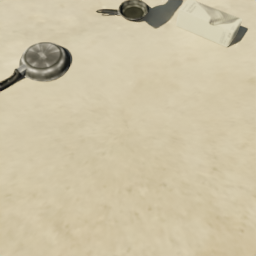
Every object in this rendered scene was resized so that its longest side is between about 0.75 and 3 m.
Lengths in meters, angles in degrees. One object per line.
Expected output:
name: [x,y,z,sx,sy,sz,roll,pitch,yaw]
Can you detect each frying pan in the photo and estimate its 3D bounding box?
frying pan: [-3.314,-2.136,9.221,2.801,0.456,1.695,-14,61,-11]
frying pan: [-0.118,-4.249,10.428,1.865,0.304,1.128,-26,63,-12]

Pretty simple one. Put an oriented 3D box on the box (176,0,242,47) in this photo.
box: [2.824,-3.727,9.900,2.057,0.703,0.845,28,65,15]
